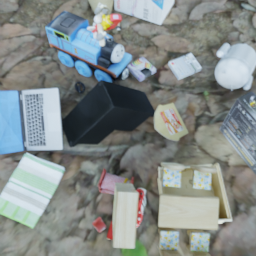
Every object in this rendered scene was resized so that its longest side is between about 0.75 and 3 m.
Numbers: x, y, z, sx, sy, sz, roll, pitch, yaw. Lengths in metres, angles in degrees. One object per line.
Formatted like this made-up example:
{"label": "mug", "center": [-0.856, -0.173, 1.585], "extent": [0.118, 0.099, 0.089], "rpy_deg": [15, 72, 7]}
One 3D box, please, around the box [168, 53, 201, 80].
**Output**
{"label": "box", "center": [1.994, -2.166, 9.865], "extent": [0.935, 0.193, 0.729], "rpy_deg": [-24, 70, -14]}

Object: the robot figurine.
{"label": "robot figurine", "center": [3.529, -2.000, 9.182], "extent": [1.632, 1.087, 1.925], "rpy_deg": [46, 53, -8]}

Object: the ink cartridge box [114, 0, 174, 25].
{"label": "ink cartridge box", "center": [0.662, -5.354, 10.922], "extent": [2.067, 1.517, 1.510], "rpy_deg": [23, 64, 12]}

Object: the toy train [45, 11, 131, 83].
{"label": "toy train", "center": [-1.289, -2.576, 9.276], "extent": [2.937, 1.678, 1.273], "rpy_deg": [28, 65, 15]}

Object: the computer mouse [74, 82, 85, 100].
{"label": "computer mouse", "center": [-1.501, -0.900, 9.181], "extent": [0.457, 0.265, 1.559], "rpy_deg": [-23, 57, 16]}

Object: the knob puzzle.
{"label": "knob puzzle", "center": [1.169, -0.128, 8.401], "extent": [1.327, 0.184, 1.327], "rpy_deg": [17, 59, -30]}

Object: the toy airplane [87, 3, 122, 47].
{"label": "toy airplane", "center": [-0.780, -2.990, 8.044], "extent": [1.020, 0.720, 1.016], "rpy_deg": [42, 105, 25]}

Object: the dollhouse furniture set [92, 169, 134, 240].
{"label": "dollhouse furniture set", "center": [-0.455, 2.005, 7.299], "extent": [0.873, 0.660, 1.622], "rpy_deg": [13, 62, 7]}

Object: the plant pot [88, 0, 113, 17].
{"label": "plant pot", "center": [-1.085, -5.141, 11.091], "extent": [1.261, 1.261, 1.347], "rpy_deg": [-7, 75, -4]}

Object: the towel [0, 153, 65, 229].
{"label": "towel", "center": [-2.717, 1.660, 7.709], "extent": [1.333, 0.274, 1.786], "rpy_deg": [19, 62, 10]}

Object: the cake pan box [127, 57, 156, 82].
{"label": "cake pan box", "center": [0.480, -2.054, 9.840], "extent": [0.725, 0.206, 0.788], "rpy_deg": [-33, 66, -15]}

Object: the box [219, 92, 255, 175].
{"label": "box", "center": [3.569, 0.358, 7.615], "extent": [0.528, 1.729, 2.184], "rpy_deg": [-25, 63, -13]}

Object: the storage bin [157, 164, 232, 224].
{"label": "storage bin", "center": [1.653, 1.739, 7.386], "extent": [1.600, 0.750, 1.589], "rpy_deg": [-4, 62, -1]}

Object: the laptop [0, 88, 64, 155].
{"label": "laptop", "center": [-2.953, -0.165, 7.768], "extent": [1.917, 1.111, 1.795], "rpy_deg": [-2, 96, 14]}

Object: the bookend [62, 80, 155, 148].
{"label": "bookend", "center": [-0.556, -0.292, 8.280], "extent": [1.966, 1.954, 0.906], "rpy_deg": [5, 52, -50]}

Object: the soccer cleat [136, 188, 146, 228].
{"label": "soccer cleat", "center": [0.278, 2.058, 7.218], "extent": [0.350, 0.435, 1.021], "rpy_deg": [7, 88, 26]}

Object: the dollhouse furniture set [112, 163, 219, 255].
{"label": "dollhouse furniture set", "center": [0.895, 1.899, 6.257], "extent": [2.432, 1.615, 2.131], "rpy_deg": [4, 87, -3]}
